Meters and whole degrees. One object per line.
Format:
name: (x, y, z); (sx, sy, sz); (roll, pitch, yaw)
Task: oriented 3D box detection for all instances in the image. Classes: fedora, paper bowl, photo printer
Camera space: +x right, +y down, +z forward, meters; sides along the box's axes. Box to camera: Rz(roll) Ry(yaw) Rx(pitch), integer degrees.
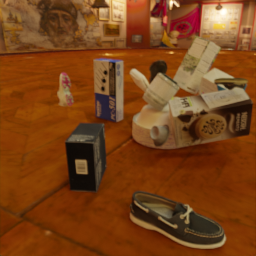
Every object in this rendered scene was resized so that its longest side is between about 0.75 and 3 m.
fedora: (0.992, 0.194, 9.302); (0.406, 0.796, 0.900); (29, 30, -25)
paper bowl: (1.461, -0.223, 11.654); (2.562, 1.332, 2.562); (1, 20, 0)
photo printer: (0.505, -1.877, 11.227); (0.330, 0.792, 0.951); (-38, 39, -1)

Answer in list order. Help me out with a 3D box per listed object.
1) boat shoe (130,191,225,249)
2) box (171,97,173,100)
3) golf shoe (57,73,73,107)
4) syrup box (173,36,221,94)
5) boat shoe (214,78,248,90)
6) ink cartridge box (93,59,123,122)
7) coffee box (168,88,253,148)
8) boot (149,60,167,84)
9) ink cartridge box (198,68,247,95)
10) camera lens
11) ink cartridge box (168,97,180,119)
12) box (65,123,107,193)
boat shoe: (1.107, 2.084, 6.597); (2.320, 0.700, 0.857); (12, 25, 29)
box: (2.546, -1.715, 16.950); (0.923, 0.220, 0.563); (12, 24, 27)
golf shoe: (-2.634, -1.515, 11.286); (0.631, 1.378, 0.519); (-11, -6, 30)
syrup box: (2.677, -2.450, 11.103); (0.830, 2.039, 0.803); (11, 21, -42)
boat shoe: (3.138, -1.330, 8.567); (1.098, 0.361, 0.392); (-3, 21, -15)
ink cartridge box: (-0.937, -1.814, 13.549); (1.353, 2.878, 0.636); (14, 26, 32)
coffee box: (2.695, -0.331, 9.357); (2.478, 1.400, 0.989); (-11, 38, 5)
boot: (1.251, -1.894, 11.354); (0.772, 1.001, 2.066); (-6, -16, 1)
ink cartridge box: (3.493, -0.902, 11.022); (0.830, 2.469, 1.434); (-35, 56, -27)
camera lens: (1.262, -1.400, 10.741); (0.986, 1.233, 0.986); (34, 14, -10)
ink cartridge box: (2.130, -0.619, 10.366); (1.140, 0.828, 0.475); (13, 12, -10)
box: (-1.224, 0.854, 8.495); (0.841, 1.616, 1.472); (2, 21, 8)
